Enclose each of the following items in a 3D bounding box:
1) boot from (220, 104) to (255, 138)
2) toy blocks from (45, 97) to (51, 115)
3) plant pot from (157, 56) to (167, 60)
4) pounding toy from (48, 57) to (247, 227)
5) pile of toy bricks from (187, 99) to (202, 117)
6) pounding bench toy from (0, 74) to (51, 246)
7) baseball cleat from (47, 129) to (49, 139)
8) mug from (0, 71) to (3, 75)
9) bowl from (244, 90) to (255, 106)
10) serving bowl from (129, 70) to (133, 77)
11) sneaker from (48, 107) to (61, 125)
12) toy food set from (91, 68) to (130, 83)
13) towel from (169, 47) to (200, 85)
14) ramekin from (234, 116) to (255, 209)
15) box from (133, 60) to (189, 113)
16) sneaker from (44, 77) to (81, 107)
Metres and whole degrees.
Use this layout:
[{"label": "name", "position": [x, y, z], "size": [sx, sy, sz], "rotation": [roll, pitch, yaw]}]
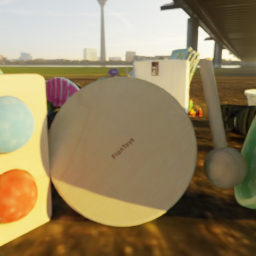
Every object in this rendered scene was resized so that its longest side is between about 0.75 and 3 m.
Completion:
[{"label": "boot", "position": [3.456, -0.046, 6.537], "size": [2.724, 1.008, 2.233], "rotation": [9, 4, 4]}, {"label": "toy blocks", "position": [-3.317, -0.418, 8.238], "size": [1.581, 1.156, 2.312], "rotation": [-12, 14, -1]}, {"label": "plant pot", "position": [1.706, -2.955, 15.699], "size": [1.775, 1.895, 1.775], "rotation": [31, 12, -7]}, {"label": "pounding toy", "position": [0.180, 0.260, 3.872], "size": [2.359, 1.821, 1.095], "rotation": [-15, -11, -2]}, {"label": "pile of toy bricks", "position": [2.294, -0.793, 10.527], "size": [0.663, 0.590, 1.195], "rotation": [-4, 13, -16]}, {"label": "pounding bench toy", "position": [-2.452, 0.393, 2.653], "size": [2.210, 1.760, 2.833], "rotation": [10, 16, 37]}, {"label": "baseball cleat", "position": [-2.841, -0.134, 4.928], "size": [2.978, 1.585, 1.038], "rotation": [-4, -5, -28]}, {"label": "mug", "position": [-5.203, -1.265, 10.014], "size": [1.308, 1.738, 2.115], "rotation": [-15, 20, -42]}, {"label": "bowl", "position": [4.641, -0.516, 8.232], "size": [2.363, 1.062, 2.363], "rotation": [1, 12, 0]}, {"label": "serving bowl", "position": [0.611, -1.699, 12.160], "size": [1.714, 1.714, 0.564], "rotation": [-4, 21, -17]}, {"label": "sneaker", "position": [-1.594, -0.072, 6.687], "size": [0.560, 0.785, 1.583], "rotation": [-16, 20, -19]}, {"label": "toy food set", "position": [-0.906, -1.693, 12.391], "size": [0.407, 1.644, 2.586], "rotation": [2, -13, -42]}, {"label": "towel", "position": [2.074, -2.220, 12.427], "size": [0.709, 2.521, 2.945], "rotation": [19, 10, -9]}, {"label": "ramekin", "position": [2.095, 0.186, 3.264], "size": [0.941, 1.927, 1.927], "rotation": [22, 17, 10]}, {"label": "box", "position": [0.923, -0.783, 7.349], "size": [1.280, 1.948, 1.958], "rotation": [1, 14, 13]}, {"label": "sneaker", "position": [-2.255, -1.210, 9.825], "size": [2.726, 1.006, 1.193], "rotation": [9, 7, 43]}]
